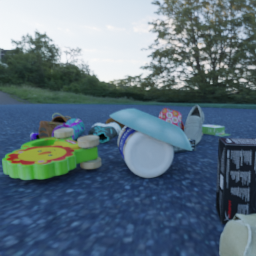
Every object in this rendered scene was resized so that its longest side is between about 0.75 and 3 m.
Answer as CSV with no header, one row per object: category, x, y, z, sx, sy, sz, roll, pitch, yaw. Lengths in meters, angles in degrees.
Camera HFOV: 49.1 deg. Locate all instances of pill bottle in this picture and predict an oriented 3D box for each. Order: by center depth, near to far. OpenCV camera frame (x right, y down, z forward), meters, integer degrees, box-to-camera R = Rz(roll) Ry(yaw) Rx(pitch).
pill bottle,0.357,0.491,7.594,1.209,1.209,2.090,-1,7,-10

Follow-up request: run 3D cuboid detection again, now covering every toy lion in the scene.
toy lion,-2.080,0.697,7.324,2.348,0.841,2.449,-11,15,-35

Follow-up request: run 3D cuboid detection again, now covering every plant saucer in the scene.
plant saucer,0.674,-0.068,7.508,2.378,0.458,2.378,22,6,-2

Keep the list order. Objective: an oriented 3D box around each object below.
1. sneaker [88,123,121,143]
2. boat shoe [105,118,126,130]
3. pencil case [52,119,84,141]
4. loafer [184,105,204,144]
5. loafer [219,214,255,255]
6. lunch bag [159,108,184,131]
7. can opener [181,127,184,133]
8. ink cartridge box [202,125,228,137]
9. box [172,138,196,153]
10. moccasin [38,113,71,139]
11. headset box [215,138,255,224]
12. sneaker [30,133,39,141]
sneaker,-1.144,0.259,11.511,1.848,0.717,0.843,-11,24,46
boat shoe,-0.244,-0.028,13.648,2.037,0.717,0.716,5,-28,-30
pencil case,-2.385,0.132,11.351,0.853,0.926,2.004,26,10,-2
loafer,2.618,-0.113,11.320,0.778,0.776,2.224,-5,33,24
loafer,1.283,1.382,2.952,0.651,0.721,1.906,3,-2,28
lunch bag,1.863,-0.150,12.017,1.114,1.264,0.518,14,-24,-11
can opener,1.817,0.127,12.915,1.996,0.667,0.532,18,61,36
ink cartridge box,4.218,0.115,13.629,0.688,0.393,1.325,-5,9,-34
box,1.300,0.573,10.015,1.738,0.400,1.382,-3,8,-28
moccasin,-3.088,-0.129,12.768,1.019,1.075,2.786,-1,6,25
headset box,2.353,0.852,4.464,1.739,1.294,0.672,0,8,8
sneaker,-3.869,0.364,12.094,0.422,0.295,0.848,2,7,13
